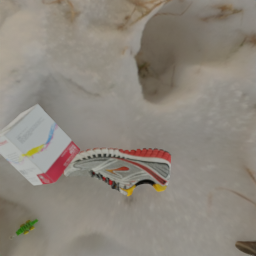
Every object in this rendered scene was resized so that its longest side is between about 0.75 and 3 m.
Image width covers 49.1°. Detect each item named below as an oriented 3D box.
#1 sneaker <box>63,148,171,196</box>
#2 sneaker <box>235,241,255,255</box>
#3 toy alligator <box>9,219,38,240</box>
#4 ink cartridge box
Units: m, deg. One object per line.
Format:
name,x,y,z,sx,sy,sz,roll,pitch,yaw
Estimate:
sneaker,-0.263,1.073,6.770,2.643,1.029,1.086,1,72,1
sneaker,2.953,2.813,6.612,0.850,0.299,0.321,22,53,5
toy alligator,-2.538,2.445,6.729,0.776,0.211,0.230,-33,74,-10
ink cartridge box,-1.603,0.314,4.846,1.118,0.813,0.809,51,51,-21
